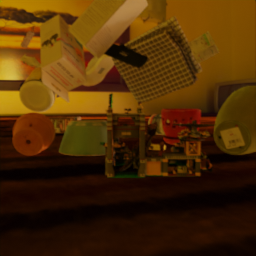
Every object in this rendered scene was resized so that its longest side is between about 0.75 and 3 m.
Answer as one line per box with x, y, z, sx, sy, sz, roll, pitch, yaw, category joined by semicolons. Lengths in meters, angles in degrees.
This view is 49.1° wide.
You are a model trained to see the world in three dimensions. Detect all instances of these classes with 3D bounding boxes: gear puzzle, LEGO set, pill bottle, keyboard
-3.950;-3.617;11.049;0.128;0.975;0.505;34;11;5;gear puzzle
0.600;0.199;7.112;2.985;1.729;2.295;1;4;9;LEGO set
-3.321;-1.649;10.937;1.257;1.257;2.245;0;33;-2;pill bottle
2.212;-0.156;15.609;1.965;1.175;1.175;5;7;45;pill bottle
-0.084;-2.151;8.435;1.515;0.300;0.789;30;55;25;keyboard

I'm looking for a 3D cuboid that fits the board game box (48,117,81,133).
-4.013;-0.196;17.535;1.940;0.940;1.547;-1;4;-3;board game box

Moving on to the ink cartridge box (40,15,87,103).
-2.290;-2.444;10.007;0.914;2.693;1.550;-21;-31;17;ink cartridge box

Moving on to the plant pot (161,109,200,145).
2.262;-0.069;12.076;1.668;1.519;1.668;0;4;0;plant pot

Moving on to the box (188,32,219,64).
2.604;-2.806;9.749;0.801;0.907;0.439;-28;-50;22;box

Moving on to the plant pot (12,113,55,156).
-3.254;0.301;9.437;1.411;1.411;0.988;0;22;-5;plant pot

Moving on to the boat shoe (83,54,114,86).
-1.646;-3.195;14.567;1.020;0.970;2.833;11;-30;-27;boat shoe

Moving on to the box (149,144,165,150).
0.993;0.719;10.481;0.766;0.192;0.288;2;5;20;box

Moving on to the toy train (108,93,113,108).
-0.734;-1.109;11.920;0.175;0.837;0.236;17;37;14;toy train

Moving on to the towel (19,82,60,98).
-4.027;-1.934;13.289;1.871;0.464;1.382;9;25;1;towel

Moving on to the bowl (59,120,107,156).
-1.401;0.287;10.093;2.157;1.128;2.157;0;3;0;bowl

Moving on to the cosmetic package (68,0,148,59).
-0.454;-2.668;6.730;0.688;1.858;0.944;44;5;14;cosmetic package

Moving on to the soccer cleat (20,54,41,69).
-4.421;-3.073;13.328;1.372;0.532;0.476;24;-20;-6;soccer cleat

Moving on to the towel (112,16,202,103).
1.030;-2.456;10.922;2.984;2.471;1.277;-16;25;39;towel

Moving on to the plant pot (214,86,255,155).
3.965;-0.061;9.557;2.345;2.345;2.506;3;19;37;plant pot
